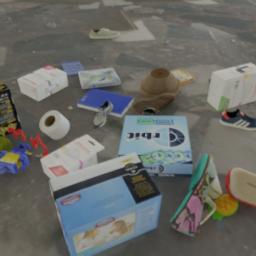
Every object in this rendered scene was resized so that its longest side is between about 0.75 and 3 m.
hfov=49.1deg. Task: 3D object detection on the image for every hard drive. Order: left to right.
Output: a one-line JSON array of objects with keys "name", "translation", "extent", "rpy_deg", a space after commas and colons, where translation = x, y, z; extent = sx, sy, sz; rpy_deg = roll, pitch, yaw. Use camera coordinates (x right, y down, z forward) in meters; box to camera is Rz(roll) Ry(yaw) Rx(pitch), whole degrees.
[{"name": "hard drive", "translation": [-1.023, -1.191, 12.893], "extent": [2.185, 0.277, 1.442], "rpy_deg": [15, 41, 18]}]

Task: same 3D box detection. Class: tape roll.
[{"name": "tape roll", "translation": [-2.865, -0.107, 10.910], "extent": [0.965, 0.663, 0.965], "rpy_deg": [-10, 60, 17]}]

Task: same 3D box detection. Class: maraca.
[{"name": "maraca", "translation": [2.810, 2.343, 8.295], "extent": [0.914, 0.489, 0.626], "rpy_deg": [-34, 44, -2]}]

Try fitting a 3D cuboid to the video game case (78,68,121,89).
[{"name": "video game case", "translation": [-1.531, -2.593, 14.491], "extent": [1.930, 0.233, 2.118], "rpy_deg": [-9, 31, -10]}]

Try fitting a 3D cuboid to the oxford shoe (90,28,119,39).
[{"name": "oxford shoe", "translation": [-1.627, -6.613, 19.524], "extent": [2.135, 0.616, 0.803], "rpy_deg": [-7, 36, -12]}]

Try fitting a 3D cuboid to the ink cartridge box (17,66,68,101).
[{"name": "ink cartridge box", "translation": [-4.181, -2.230, 13.790], "extent": [1.410, 0.797, 1.925], "rpy_deg": [26, 45, 29]}]

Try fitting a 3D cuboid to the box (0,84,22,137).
[{"name": "box", "translation": [-5.448, -0.356, 10.510], "extent": [2.424, 1.936, 0.598], "rpy_deg": [-30, 47, -31]}]

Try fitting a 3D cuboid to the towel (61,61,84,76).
[{"name": "towel", "translation": [-3.126, -3.341, 15.761], "extent": [1.095, 0.180, 1.512], "rpy_deg": [-12, 41, -18]}]

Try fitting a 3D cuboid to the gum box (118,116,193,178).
[{"name": "gum box", "translation": [0.964, 0.565, 10.170], "extent": [2.445, 0.641, 2.878], "rpy_deg": [1, 36, 6]}]

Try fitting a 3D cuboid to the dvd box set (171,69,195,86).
[{"name": "dvd box set", "translation": [2.541, -2.611, 14.737], "extent": [1.606, 0.236, 1.175], "rpy_deg": [-21, 43, -25]}]

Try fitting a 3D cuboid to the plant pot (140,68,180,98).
[{"name": "plant pot", "translation": [1.544, -2.259, 13.579], "extent": [1.950, 0.900, 1.950], "rpy_deg": [-4, 45, 4]}]

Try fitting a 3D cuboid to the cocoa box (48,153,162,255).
[{"name": "cocoa box", "translation": [-0.601, 2.086, 7.563], "extent": [2.521, 1.682, 1.655], "rpy_deg": [-16, 44, -19]}]

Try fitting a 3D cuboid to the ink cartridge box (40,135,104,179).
[{"name": "ink cartridge box", "translation": [-1.850, 1.106, 9.680], "extent": [1.939, 0.654, 1.129], "rpy_deg": [-31, 47, -31]}]

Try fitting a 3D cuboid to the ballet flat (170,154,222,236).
[{"name": "ballet flat", "translation": [2.222, 2.026, 8.424], "extent": [1.011, 0.982, 2.842], "rpy_deg": [32, 50, 9]}]

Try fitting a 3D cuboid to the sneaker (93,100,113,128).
[{"name": "sneaker", "translation": [-1.124, -0.639, 11.778], "extent": [0.519, 0.574, 1.348], "rpy_deg": [16, 61, 18]}]

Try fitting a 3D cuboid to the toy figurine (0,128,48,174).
[{"name": "toy figurine", "translation": [-4.134, 0.904, 9.568], "extent": [2.351, 1.240, 1.408], "rpy_deg": [10, 45, 14]}]

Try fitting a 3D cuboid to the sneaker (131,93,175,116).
[{"name": "sneaker", "translation": [1.215, -0.927, 12.386], "extent": [2.179, 0.767, 0.823], "rpy_deg": [-14, 68, -23]}]

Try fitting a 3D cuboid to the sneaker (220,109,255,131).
[{"name": "sneaker", "translation": [4.710, -0.391, 11.529], "extent": [1.702, 0.719, 0.638], "rpy_deg": [7, 39, 8]}]

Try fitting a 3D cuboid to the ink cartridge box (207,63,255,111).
[{"name": "ink cartridge box", "translation": [5.079, -1.928, 12.748], "extent": [2.748, 1.609, 0.925], "rpy_deg": [-15, 41, -18]}]

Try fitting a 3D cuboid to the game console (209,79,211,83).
[{"name": "game console", "translation": [4.889, -2.434, 14.060], "extent": [1.354, 0.801, 1.156], "rpy_deg": [0, 39, -1]}]

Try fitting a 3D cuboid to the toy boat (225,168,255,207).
[{"name": "toy boat", "translation": [3.460, 1.871, 8.553], "extent": [1.464, 0.957, 0.955], "rpy_deg": [23, 61, -16]}]
